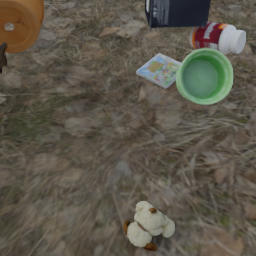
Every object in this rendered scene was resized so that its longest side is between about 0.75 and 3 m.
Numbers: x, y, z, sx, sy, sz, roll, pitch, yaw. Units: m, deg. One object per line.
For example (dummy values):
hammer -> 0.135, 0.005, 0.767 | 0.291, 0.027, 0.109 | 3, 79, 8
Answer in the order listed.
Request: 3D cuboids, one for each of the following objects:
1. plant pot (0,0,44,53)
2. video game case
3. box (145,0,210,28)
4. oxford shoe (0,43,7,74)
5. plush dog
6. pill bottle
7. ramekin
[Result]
plant pot -> -3.364, -3.120, 7.713 | 2.204, 2.204, 1.543 | -16, 51, -13
video game case -> 1.279, -2.156, 10.408 | 1.353, 0.164, 1.486 | 31, 56, 25
box -> 1.231, -3.305, 7.419 | 1.458, 0.833, 1.601 | -1, 37, -2
oxford shoe -> -3.275, -1.803, 7.284 | 0.358, 0.849, 0.308 | 24, 19, -16
plush dog -> 0.397, 2.229, 6.293 | 1.072, 0.860, 0.921 | 33, 80, 25
pill bottle -> 2.429, -2.438, 7.607 | 1.336, 0.754, 0.754 | 25, 53, 36
ramekin -> 1.064, -0.717, 4.034 | 0.772, 0.772, 0.377 | 0, 4, -4
